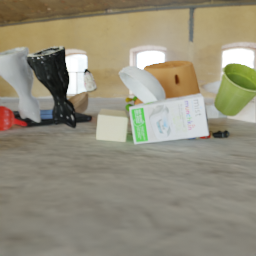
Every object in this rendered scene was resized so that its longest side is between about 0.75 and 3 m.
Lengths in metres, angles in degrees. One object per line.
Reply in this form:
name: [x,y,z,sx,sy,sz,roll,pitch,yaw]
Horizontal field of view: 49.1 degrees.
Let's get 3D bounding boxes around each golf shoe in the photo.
golf shoe: [-1.393,-1.644,9.754,0.411,0.521,1.132,-21,41,-4]

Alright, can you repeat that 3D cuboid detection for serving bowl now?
serving bowl: [0.514,-1.275,8.373,1.665,0.548,1.665,41,-5,5]

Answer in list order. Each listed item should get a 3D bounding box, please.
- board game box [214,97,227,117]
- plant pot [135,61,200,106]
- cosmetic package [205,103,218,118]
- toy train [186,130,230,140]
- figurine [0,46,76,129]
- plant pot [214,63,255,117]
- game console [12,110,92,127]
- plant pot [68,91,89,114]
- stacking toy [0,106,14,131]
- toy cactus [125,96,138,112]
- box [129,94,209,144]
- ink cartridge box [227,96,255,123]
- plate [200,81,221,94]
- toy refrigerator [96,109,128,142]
board game box: [4.651,-1.034,13.448,0.915,0.899,1.745,1,8,10]
plant pot: [1.567,-1.512,10.897,2.744,1.921,2.744,-5,20,2]
cosmetic package: [2.973,-0.855,13.112,1.835,0.629,2.434,2,8,1]
toy train: [1.806,0.181,6.564,1.119,0.191,0.256,-4,8,44]
figurine: [-2.635,-1.105,8.199,2.351,2.294,1.012,8,33,28]
plant pot: [3.391,-1.114,8.885,1.409,1.338,1.409,7,48,-8]
game console: [-3.100,-0.426,10.726,2.707,0.420,2.394,-7,10,-41]
plant pot: [-2.416,-1.040,13.223,1.516,0.700,1.516,-25,24,12]
stacking toy: [-4.710,-0.350,7.979,2.713,1.158,1.158,2,6,-24]
toy cactus: [1.146,-0.995,12.843,2.121,1.314,2.570,21,10,42]
box: [1.033,-0.282,6.837,1.641,0.899,1.860,-7,6,12]
ink cartridge box: [5.704,-0.874,11.239,2.744,1.164,1.999,0,7,-14]
plate: [5.018,-1.752,11.913,2.814,0.456,2.820,-2,-1,-39]
toy refrigerator: [-0.421,-0.082,7.335,0.704,0.649,1.854,5,8,-4]
